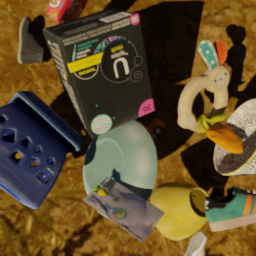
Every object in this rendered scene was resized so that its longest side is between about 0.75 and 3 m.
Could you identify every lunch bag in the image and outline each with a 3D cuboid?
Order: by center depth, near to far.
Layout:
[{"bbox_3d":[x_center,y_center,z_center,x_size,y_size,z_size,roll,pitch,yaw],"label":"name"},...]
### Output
[{"bbox_3d":[-1.826,-3.951,8.775,0.669,1.634,1.439,33,104,-4],"label":"lunch bag"}]

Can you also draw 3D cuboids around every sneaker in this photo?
[{"bbox_3d":[2.882,1.740,6.620,2.178,0.777,0.870,-14,75,-4],"label":"sneaker"},{"bbox_3d":[2.041,3.576,8.251,0.450,0.464,1.271,13,114,-22],"label":"sneaker"},{"bbox_3d":[-3.735,-3.414,11.079,0.989,0.696,1.862,4,89,-5],"label":"sneaker"}]

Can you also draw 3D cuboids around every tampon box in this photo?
[{"bbox_3d":[-0.754,-1.580,7.938,2.130,1.794,2.842,-25,124,-17],"label":"tampon box"}]

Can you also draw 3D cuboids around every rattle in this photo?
[{"bbox_3d":[2.683,-1.039,8.038,1.856,2.037,2.852,19,103,-16],"label":"rattle"}]

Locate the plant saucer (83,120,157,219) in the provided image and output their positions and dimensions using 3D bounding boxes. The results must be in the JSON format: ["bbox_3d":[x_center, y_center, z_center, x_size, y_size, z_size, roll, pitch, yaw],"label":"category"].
[{"bbox_3d":[-0.502,1.122,8.081,2.968,0.571,2.968,-12,71,40],"label":"plant saucer"}]

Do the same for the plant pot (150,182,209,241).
[{"bbox_3d":[1.724,2.338,8.334,1.756,1.246,1.756,17,56,-27],"label":"plant pot"}]

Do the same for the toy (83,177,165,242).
[{"bbox_3d":[-0.129,1.974,6.758,1.739,0.411,1.001,30,42,21],"label":"toy"}]

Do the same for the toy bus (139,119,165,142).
[{"bbox_3d":[0.386,0.632,10.359,0.914,0.760,2.334,35,83,6],"label":"toy bus"}]

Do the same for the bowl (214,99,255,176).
[{"bbox_3d":[3.397,0.446,7.573,1.052,2.242,2.242,25,82,-7],"label":"bowl"}]

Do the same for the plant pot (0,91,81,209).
[{"bbox_3d":[-2.928,0.527,7.717,2.521,2.522,2.267,45,62,-15],"label":"plant pot"}]
